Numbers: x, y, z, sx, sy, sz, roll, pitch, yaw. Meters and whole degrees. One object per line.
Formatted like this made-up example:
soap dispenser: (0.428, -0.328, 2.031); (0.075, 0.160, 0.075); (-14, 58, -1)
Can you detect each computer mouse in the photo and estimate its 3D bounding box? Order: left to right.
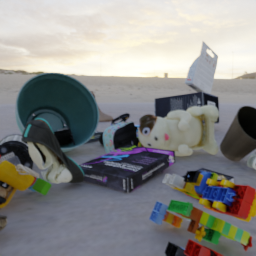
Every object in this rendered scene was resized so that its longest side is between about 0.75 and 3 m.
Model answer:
computer mouse: (-0.506, 0.133, 10.403); (0.683, 0.396, 2.329); (-8, -22, -28)

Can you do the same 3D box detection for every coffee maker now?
coffee maker: (-2.478, 0.359, 10.017); (0.908, 0.612, 0.873); (-14, 18, -23)

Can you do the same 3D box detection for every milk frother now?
milk frother: (-3.178, 0.422, 6.997); (1.507, 1.669, 1.570); (-7, 9, -17)

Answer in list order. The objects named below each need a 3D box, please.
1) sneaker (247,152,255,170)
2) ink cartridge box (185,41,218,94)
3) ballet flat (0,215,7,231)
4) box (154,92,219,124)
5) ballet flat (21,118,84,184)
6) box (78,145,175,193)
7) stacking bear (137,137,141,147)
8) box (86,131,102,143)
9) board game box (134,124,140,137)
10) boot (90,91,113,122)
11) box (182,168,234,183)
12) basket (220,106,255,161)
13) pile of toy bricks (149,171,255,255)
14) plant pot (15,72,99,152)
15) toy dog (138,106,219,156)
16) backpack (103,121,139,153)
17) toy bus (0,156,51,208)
sneaker: (3.967, 0.937, 7.586); (1.574, 0.583, 0.696); (-10, 24, -34)
ink cartridge box: (4.558, -3.594, 17.245); (0.684, 2.728, 2.212); (5, -11, 45)
ballet flat: (-2.926, 1.484, 3.401); (2.711, 0.628, 0.913); (1, -24, -34)
box: (3.180, -0.930, 15.291); (2.910, 1.518, 2.154); (-3, -4, 37)
ballet flat: (-1.596, 0.705, 5.830); (0.673, 1.980, 0.677); (-6, 41, 28)
box: (-0.010, 0.949, 7.200); (1.623, 0.410, 2.271); (5, 15, 34)
stacking bear: (0.304, 0.538, 10.317); (0.798, 0.454, 0.485); (0, 11, -32)
box: (-2.028, 0.332, 12.217); (1.491, 0.380, 1.176); (7, 9, 40)
board game box: (0.593, 0.150, 12.243); (2.514, 0.566, 1.912); (2, 4, -11)
boot: (-2.497, -1.522, 19.528); (2.868, 2.096, 1.007); (0, 13, 9)
box: (1.609, 1.193, 6.029); (0.932, 0.233, 0.939); (-15, 13, -27)
basket: (3.357, 0.296, 8.233); (0.960, 1.412, 1.273); (4, 51, -8)
pile of toy bricks: (1.128, 1.284, 3.766); (1.072, 1.204, 2.171); (27, -13, -7)
plant pot: (-2.681, -0.293, 9.992); (2.776, 2.776, 1.860); (-5, -18, -33)
toy dog: (1.502, 0.042, 9.412); (2.405, 1.678, 2.332); (-10, 25, -23)
backpack: (-0.313, 0.386, 9.360); (0.919, 1.084, 1.221); (1, 20, 35)
toy bus: (-2.491, 1.005, 5.133); (1.754, 0.961, 1.859); (26, -19, 3)
